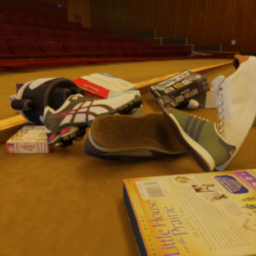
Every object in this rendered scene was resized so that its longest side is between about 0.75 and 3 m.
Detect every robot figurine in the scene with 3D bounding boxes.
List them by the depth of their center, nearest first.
[{"bbox_3d":[-2.515,-0.853,9.159,2.585,1.613,1.942,5,-26,41],"label":"robot figurine"}]

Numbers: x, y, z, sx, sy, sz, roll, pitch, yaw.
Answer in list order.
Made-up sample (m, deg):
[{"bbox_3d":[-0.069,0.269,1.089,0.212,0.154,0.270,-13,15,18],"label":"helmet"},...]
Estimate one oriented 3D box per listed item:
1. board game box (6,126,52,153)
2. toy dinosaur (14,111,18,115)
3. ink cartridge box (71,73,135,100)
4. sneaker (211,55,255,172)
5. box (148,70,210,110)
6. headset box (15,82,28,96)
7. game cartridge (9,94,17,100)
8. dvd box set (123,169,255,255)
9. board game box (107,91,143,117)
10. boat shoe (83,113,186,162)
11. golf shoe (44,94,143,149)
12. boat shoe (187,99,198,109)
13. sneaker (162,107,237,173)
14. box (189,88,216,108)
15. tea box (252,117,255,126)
[{"bbox_3d":[-2.592,0.293,7.859,1.084,0.331,1.431,0,17,0],"label":"board game box"},{"bbox_3d":[-4.160,-0.791,11.312,0.626,0.396,0.923,13,26,18],"label":"toy dinosaur"},{"bbox_3d":[-1.045,-1.355,11.270,1.743,1.009,2.999,24,23,13],"label":"ink cartridge box"},{"bbox_3d":[2.346,-0.417,6.544,1.212,2.863,1.042,24,-14,17],"label":"sneaker"},{"bbox_3d":[2.162,-1.738,12.509,2.115,0.667,2.682,-25,18,3],"label":"box"},{"bbox_3d":[-3.673,-1.608,12.852,2.607,0.978,1.938,11,20,31],"label":"headset box"},{"bbox_3d":[-5.532,-1.545,14.047,0.625,0.192,0.938,-3,17,5],"label":"game cartridge"},{"bbox_3d":[1.490,1.344,4.349,2.897,0.426,2.120,-3,18,-10],"label":"dvd box set"},{"bbox_3d":[-0.112,-0.426,8.608,1.041,1.023,1.986,-2,20,0],"label":"board game box"},{"bbox_3d":[0.299,0.268,6.771,2.956,1.082,0.958,6,-31,-33],"label":"boat shoe"},{"bbox_3d":[-0.960,-0.436,7.086,2.642,1.164,1.020,-22,-13,5],"label":"golf shoe"},{"bbox_3d":[2.715,-0.947,11.690,0.390,0.429,1.167,26,14,7],"label":"boat shoe"},{"bbox_3d":[1.521,0.097,5.988,0.828,0.619,1.845,-26,48,-7],"label":"sneaker"},{"bbox_3d":[3.504,-1.396,12.620,0.913,0.715,1.467,-5,18,-16],"label":"box"},{"bbox_3d":[5.307,-0.604,9.374,1.700,1.136,1.673,-10,20,-28],"label":"tea box"}]
